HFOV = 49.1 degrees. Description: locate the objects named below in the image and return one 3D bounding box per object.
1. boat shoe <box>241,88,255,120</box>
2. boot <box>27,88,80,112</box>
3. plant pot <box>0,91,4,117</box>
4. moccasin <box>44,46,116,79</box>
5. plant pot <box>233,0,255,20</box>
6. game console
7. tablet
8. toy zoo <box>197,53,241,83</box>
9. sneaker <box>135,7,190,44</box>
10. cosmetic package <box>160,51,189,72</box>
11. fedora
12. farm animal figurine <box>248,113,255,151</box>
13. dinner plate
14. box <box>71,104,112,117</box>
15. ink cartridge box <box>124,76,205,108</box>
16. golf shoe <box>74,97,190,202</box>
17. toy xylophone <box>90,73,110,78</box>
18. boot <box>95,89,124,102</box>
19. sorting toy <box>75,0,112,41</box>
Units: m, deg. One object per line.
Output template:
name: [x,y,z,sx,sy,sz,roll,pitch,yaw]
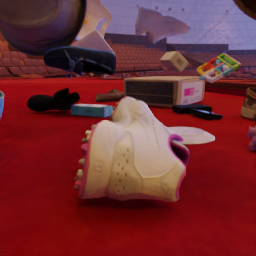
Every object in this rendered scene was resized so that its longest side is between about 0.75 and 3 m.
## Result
boat shoe: [4.103,-0.625,7.378,1.061,1.058,2.941,-3,12,-12]
boot: [-2.441,-0.919,9.084,1.553,0.593,1.304,2,-10,-21]
plant pot: [-2.683,0.018,3.950,1.676,1.129,1.676,8,14,-2]
moccasin: [-1.165,-1.600,6.880,1.772,0.604,0.713,-2,-19,-7]
plant pot: [1.296,-1.221,1.713,0.998,1.009,1.009,-16,17,-22]
game console: [2.326,-0.539,8.969,1.195,0.244,2.027,-4,13,-16]
tablet: [-1.462,-2.542,9.782,1.755,1.142,0.120,-24,40,24]
toy zoo: [1.849,-1.243,5.909,0.836,0.086,0.548,-30,45,-3]
sneaker: [0.668,-1.978,5.659,1.362,0.603,0.513,0,27,-37]
cosmetic package: [1.511,-2.205,9.310,0.571,0.403,1.102,42,4,-17]
fedora: [-2.279,-2.806,6.395,2.576,2.278,1.163,5,16,9]
farm animal figurine: [3.042,-0.091,5.292,1.414,0.881,1.751,5,13,22]
dinner plate: [1.220,0.127,6.091,1.297,0.157,1.297,1,13,0]
box: [-1.161,-0.564,8.920,1.247,0.307,0.513,6,13,25]
ink cartridge box: [1.591,-1.613,11.925,2.419,1.103,2.937,9,15,34]
golf shoe: [0.203,0.248,3.930,1.231,1.013,2.690,12,20,7]
toy xylophone: [-1.035,-1.886,8.515,0.824,0.283,1.126,-36,61,-25]
boot: [-1.044,-1.487,13.070,1.503,0.483,1.400,-14,16,-35]
sorting toy: [-1.571,-4.004,10.274,2.132,2.369,1.265,23,-15,-35]
